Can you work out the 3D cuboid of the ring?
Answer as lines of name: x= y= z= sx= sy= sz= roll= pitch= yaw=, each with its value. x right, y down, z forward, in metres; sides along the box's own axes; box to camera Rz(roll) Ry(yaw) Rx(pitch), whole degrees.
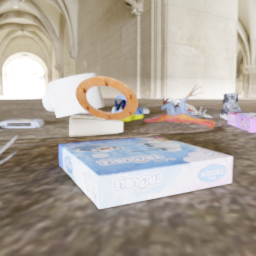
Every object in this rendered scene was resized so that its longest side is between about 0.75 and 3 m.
ring: x=-0.584 y=-0.700 z=7.443 sx=1.697 sy=0.163 sz=1.697 roll=8 pitch=-36 yaw=6

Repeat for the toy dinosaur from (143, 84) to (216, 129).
toy dinosaur: x=2.185 y=-0.359 z=10.884 sx=1.412 sy=2.690 sz=2.441 roll=33 pitch=19 yaw=-28

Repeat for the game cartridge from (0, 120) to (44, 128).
game cartridge: x=-3.960 y=-0.161 z=10.564 sx=1.390 sy=0.284 sz=0.925 roll=0 pitch=4 yaw=-3

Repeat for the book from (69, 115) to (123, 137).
book: x=-1.140 y=-0.136 z=9.585 sx=1.641 sy=0.590 sz=2.457 roll=1 pitch=5 yaw=-10

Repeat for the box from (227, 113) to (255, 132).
box: x=4.773 y=-0.224 z=10.103 sx=1.654 sy=0.472 sz=2.417 roll=0 pitch=8 yaw=3

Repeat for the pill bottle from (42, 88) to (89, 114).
pill bottle: x=-3.390 y=-1.701 z=16.537 sx=2.991 sy=1.703 sz=1.703 roll=2 pitch=8 yaw=18

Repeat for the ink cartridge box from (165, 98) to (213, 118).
ink cartridge box: x=2.902 y=-0.951 z=13.263 sx=1.988 sy=0.470 sz=1.591 roll=14 pitch=2 yaw=33

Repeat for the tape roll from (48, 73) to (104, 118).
tape roll: x=-1.968 y=-1.249 z=10.765 sx=1.928 sy=1.324 sz=1.928 roll=-12 pitch=7 yaw=1

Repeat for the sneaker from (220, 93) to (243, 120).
sneaker: x=4.906 y=-1.030 z=13.200 sx=0.832 sy=1.254 sz=2.204 roll=0 pitch=8 yaw=2

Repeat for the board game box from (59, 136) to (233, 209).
board game box: x=0.138 y=0.540 z=4.481 sx=2.063 sy=0.447 sz=2.053 roll=-4 pitch=10 yaw=-26

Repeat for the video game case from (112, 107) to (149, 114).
video game case: x=0.113 y=-1.126 z=17.677 sx=2.181 sy=0.264 sz=2.396 roll=0 pitch=7 yaw=-2

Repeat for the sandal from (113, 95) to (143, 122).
sandal: x=0.050 y=-0.937 z=13.029 sx=1.061 sy=1.162 sz=2.669 roll=0 pitch=6 yaw=18

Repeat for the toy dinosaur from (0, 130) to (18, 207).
toy dinosaur: x=-2.410 y=0.597 z=3.459 sx=1.532 sy=2.918 sz=2.648 roll=29 pitch=19 yaw=-34
